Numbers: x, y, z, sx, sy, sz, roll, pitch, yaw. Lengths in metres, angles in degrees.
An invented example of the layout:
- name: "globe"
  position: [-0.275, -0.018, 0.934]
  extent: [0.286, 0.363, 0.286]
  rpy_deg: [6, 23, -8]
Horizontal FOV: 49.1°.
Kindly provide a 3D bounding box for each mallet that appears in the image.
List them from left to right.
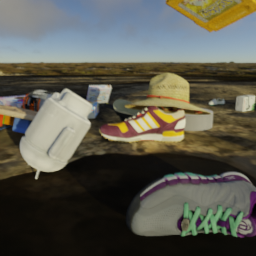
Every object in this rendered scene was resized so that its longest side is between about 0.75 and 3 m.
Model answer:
- name: "mallet"
  position: [-0.491, -0.740, 11.563]
  extent: [0.896, 0.560, 2.721]
  rpy_deg: [-7, 16, -35]

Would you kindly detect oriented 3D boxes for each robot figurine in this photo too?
- name: "robot figurine"
  position: [-1.492, 0.121, 5.743]
  extent: [1.037, 1.836, 1.557]
  rpy_deg: [32, 0, -25]

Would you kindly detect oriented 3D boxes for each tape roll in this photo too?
- name: "tape roll"
  position: [2.158, -0.343, 10.000]
  extent: [1.663, 0.549, 1.663]
  rpy_deg: [0, 13, 0]

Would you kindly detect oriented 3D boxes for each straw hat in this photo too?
- name: "straw hat"
  position: [1.164, -1.000, 8.073]
  extent: [2.477, 1.048, 2.477]
  rpy_deg: [6, 0, 0]

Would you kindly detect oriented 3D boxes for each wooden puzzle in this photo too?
- name: "wooden puzzle"
  position: [-3.190, -0.276, 8.241]
  extent: [2.995, 0.693, 2.774]
  rpy_deg: [7, 1, 4]

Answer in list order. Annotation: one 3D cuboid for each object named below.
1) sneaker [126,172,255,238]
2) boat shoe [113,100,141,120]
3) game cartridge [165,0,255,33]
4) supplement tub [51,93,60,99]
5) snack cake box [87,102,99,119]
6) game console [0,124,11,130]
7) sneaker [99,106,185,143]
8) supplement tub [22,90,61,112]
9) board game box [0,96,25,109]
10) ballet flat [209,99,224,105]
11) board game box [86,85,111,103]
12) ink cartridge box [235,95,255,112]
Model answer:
- name: "sneaker"
  position: [1.082, 1.076, 3.677]
  extent: [2.168, 0.807, 0.949]
  rpy_deg: [-6, 20, -26]
- name: "boat shoe"
  position: [0.367, -0.362, 9.778]
  extent: [1.916, 0.635, 0.716]
  rpy_deg: [18, 58, 5]
- name: "game cartridge"
  position: [3.089, -4.552, 10.207]
  extent: [2.634, 0.427, 2.322]
  rpy_deg: [20, -17, -29]
- name: "supplement tub"
  position: [-2.096, -0.745, 9.189]
  extent: [0.840, 0.590, 0.590]
  rpy_deg: [26, -5, -37]
- name: "snack cake box"
  position: [-1.738, -0.756, 11.835]
  extent: [0.834, 0.487, 1.450]
  rpy_deg: [0, 13, 0]
- name: "game console"
  position: [-5.324, -0.688, 8.962]
  extent: [2.219, 1.538, 2.599]
  rpy_deg: [8, 15, 11]
- name: "sneaker"
  position: [0.401, -0.205, 8.144]
  extent: [2.498, 1.125, 0.936]
  rpy_deg: [0, 13, -5]
- name: "supplement tub"
  position: [-3.167, -0.834, 10.714]
  extent: [1.899, 1.164, 1.164]
  rpy_deg: [12, 18, 42]
- name: "board game box"
  position: [-4.784, -1.249, 13.849]
  extent: [2.434, 0.501, 2.428]
  rpy_deg: [-13, 19, -43]
- name: "ballet flat"
  position: [4.563, -1.359, 14.460]
  extent: [0.961, 0.334, 0.334]
  rpy_deg: [-5, 14, -21]
- name: "board game box"
  position: [-1.546, -1.741, 14.628]
  extent: [1.156, 1.153, 0.238]
  rpy_deg: [-4, 55, -20]
- name: "ink cartridge box"
  position: [5.461, -1.143, 13.048]
  extent: [0.934, 0.685, 0.388]
  rpy_deg: [-10, 17, -33]
